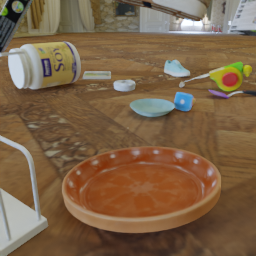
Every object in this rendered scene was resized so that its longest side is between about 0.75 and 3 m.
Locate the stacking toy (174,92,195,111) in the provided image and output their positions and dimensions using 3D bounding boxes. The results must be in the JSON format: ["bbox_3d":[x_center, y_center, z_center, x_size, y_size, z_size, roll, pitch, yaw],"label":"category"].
[{"bbox_3d":[2.090,-0.937,9.756,0.619,0.585,1.066,18,18,30],"label":"stacking toy"}]

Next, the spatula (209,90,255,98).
[{"bbox_3d":[4.315,-1.348,11.002,2.261,0.232,0.639,-2,24,-5],"label":"spatula"}]

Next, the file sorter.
[{"bbox_3d":[-2.513,1.095,3.751,1.515,1.359,2.183,16,28,34],"label":"file sorter"}]

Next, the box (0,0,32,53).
[{"bbox_3d":[-3.292,-3.382,8.141,0.478,2.756,1.517,30,21,-25],"label":"box"}]

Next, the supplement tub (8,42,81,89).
[{"bbox_3d":[-3.564,-2.686,12.051,2.556,1.858,1.858,-19,29,-37],"label":"supplement tub"}]

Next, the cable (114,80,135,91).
[{"bbox_3d":[-0.143,-1.841,12.059,0.934,0.323,0.934,3,22,11],"label":"cable"}]

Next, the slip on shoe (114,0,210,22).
[{"bbox_3d":[0.247,-3.013,5.674,2.966,0.899,1.128,17,15,3],"label":"slip on shoe"}]

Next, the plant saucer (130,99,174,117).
[{"bbox_3d":[0.790,-0.633,9.236,1.464,0.282,1.464,0,22,0],"label":"plant saucer"}]

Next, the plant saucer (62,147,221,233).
[{"bbox_3d":[0.222,0.974,4.891,2.660,0.429,2.660,-5,17,1],"label":"plant saucer"}]

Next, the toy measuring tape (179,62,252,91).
[{"bbox_3d":[3.731,-1.925,11.920,2.951,1.086,1.086,-16,17,22],"label":"toy measuring tape"}]

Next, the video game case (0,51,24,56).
[{"bbox_3d":[-3.213,-1.967,7.457,0.614,0.077,0.857,-20,22,-36],"label":"video game case"}]

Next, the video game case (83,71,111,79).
[{"bbox_3d":[-1.564,-2.693,14.305,1.371,0.157,1.247,0,23,-3],"label":"video game case"}]

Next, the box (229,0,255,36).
[{"bbox_3d":[3.415,-2.972,6.521,0.494,1.566,2.845,15,18,-8],"label":"box"}]

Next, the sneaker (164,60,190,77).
[{"bbox_3d":[2.507,-3.146,14.593,0.682,0.756,1.845,-16,27,-30],"label":"sneaker"}]
